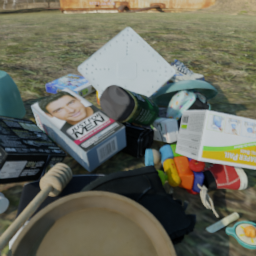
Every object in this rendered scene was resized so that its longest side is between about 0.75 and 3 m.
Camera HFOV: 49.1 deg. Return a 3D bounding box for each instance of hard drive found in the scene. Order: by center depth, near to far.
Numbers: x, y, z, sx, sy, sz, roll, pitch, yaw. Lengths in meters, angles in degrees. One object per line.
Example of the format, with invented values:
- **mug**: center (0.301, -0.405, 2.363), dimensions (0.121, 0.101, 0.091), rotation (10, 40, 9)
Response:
- **hard drive**: center (-1.381, 1.758, 6.644), dimensions (2.405, 0.509, 1.622), rotation (-4, 28, -7)

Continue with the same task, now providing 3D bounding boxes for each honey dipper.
- **honey dipper**: center (-1.901, 1.551, 5.497), dimensions (0.541, 0.541, 2.848), rotation (6, 20, 11)

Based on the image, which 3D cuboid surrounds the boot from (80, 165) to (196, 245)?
- **boot**: center (0.240, 1.758, 5.901), dimensions (2.134, 0.790, 1.749), rotation (-10, 51, -31)

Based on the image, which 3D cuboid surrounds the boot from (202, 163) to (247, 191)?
- **boot**: center (2.375, 1.060, 7.882), dimensions (1.254, 0.630, 1.739), rotation (-3, 32, -3)

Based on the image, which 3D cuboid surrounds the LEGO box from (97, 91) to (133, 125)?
- **LEGO box**: center (-0.472, -1.421, 11.172), dimensions (0.950, 1.834, 2.462), rotation (-11, 31, -20)

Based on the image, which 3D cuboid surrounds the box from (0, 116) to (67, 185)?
- **box**: center (-2.923, 0.505, 7.095), dimensions (1.715, 0.902, 2.095), rotation (39, 11, 22)

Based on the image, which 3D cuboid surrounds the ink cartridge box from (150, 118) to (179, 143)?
- **ink cartridge box**: center (1.194, 0.071, 9.253), dimensions (0.408, 0.706, 0.967), rotation (-18, 12, -27)

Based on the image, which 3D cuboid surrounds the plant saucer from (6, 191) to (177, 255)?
- **plant saucer**: center (-0.575, 2.400, 4.452), dimensions (2.802, 0.413, 2.802), rotation (2, 56, -2)

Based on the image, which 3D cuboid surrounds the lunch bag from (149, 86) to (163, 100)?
- **lunch bag**: center (1.129, -1.554, 12.620), dimensions (1.253, 0.591, 1.563), rotation (-4, 29, -21)

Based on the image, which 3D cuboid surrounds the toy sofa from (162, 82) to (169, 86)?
- **toy sofa**: center (1.066, -2.731, 14.632), dimensions (2.131, 0.883, 1.040), rotation (22, 36, 35)

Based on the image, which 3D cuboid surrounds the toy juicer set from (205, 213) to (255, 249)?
- **toy juicer set**: center (2.640, 2.164, 5.968), dimensions (1.630, 0.444, 1.037), rotation (20, 35, 34)

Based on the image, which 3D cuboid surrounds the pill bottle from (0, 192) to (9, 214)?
- **pill bottle**: center (-3.306, 1.713, 6.746), dimensions (0.860, 0.500, 0.500), rotation (18, 33, 32)

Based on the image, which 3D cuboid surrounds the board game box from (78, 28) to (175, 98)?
- **board game box**: center (-0.054, -1.944, 9.732), dimensions (2.449, 0.317, 2.450), rotation (-42, 79, -10)

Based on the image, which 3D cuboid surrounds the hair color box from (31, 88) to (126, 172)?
- **hair color box**: center (-1.502, -0.066, 8.295), dimensions (1.375, 0.842, 2.777), rotation (-34, 50, -29)

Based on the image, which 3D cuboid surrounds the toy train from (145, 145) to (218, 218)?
- **toy train**: center (1.221, 1.285, 7.031), dimensions (1.357, 0.993, 2.345), rotation (-4, 34, -3)

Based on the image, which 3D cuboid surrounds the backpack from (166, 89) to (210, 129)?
- **backpack**: center (2.125, -0.751, 10.101), dimensions (1.234, 1.415, 1.610), rotation (33, 28, 0)

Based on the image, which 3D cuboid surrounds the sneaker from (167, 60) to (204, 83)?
- **sneaker**: center (2.637, -2.918, 14.672), dimensions (2.753, 1.173, 1.061), rotation (14, 31, 22)

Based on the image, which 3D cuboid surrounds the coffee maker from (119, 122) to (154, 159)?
- **coffee maker**: center (-0.141, 0.386, 8.885), dimensions (1.534, 1.033, 1.474), rotation (16, 50, 30)

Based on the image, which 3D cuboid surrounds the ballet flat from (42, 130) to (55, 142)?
- **ballet flat**: center (-2.318, -0.151, 9.917), dimensions (0.798, 0.863, 2.559), rotation (12, 29, 40)

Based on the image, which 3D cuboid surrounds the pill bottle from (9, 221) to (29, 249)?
- **pill bottle**: center (-1.272, 2.135, 5.434), dimensions (1.782, 0.990, 0.990), rotation (-3, 28, -5)

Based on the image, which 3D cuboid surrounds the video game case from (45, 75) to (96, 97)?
- **video game case**: center (-2.688, -2.081, 13.866), dimensions (2.015, 0.458, 1.826), rotation (15, 31, 26)

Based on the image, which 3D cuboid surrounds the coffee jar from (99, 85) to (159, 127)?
- **coffee jar**: center (0.062, -0.615, 8.134), dimensions (1.025, 0.839, 1.966), rotation (45, 19, 25)

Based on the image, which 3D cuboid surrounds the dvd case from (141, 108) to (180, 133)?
- **dvd case**: center (1.184, -0.334, 10.920), dimensions (1.455, 0.156, 1.957), rotation (-1, 28, -2)

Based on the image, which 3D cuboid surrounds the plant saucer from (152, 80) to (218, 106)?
- **plant saucer**: center (2.114, -1.332, 10.660), dimensions (2.481, 0.446, 2.481), rotation (-5, -9, -1)

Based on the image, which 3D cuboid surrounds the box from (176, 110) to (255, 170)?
- **box**: center (2.453, 0.304, 6.720), dimensions (2.175, 1.102, 1.223), rotation (10, 1, -15)

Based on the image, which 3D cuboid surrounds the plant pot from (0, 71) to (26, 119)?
- **plant pot**: center (-5.271, -1.233, 10.938), dimensions (2.165, 1.738, 2.165), rotation (0, 28, 0)
